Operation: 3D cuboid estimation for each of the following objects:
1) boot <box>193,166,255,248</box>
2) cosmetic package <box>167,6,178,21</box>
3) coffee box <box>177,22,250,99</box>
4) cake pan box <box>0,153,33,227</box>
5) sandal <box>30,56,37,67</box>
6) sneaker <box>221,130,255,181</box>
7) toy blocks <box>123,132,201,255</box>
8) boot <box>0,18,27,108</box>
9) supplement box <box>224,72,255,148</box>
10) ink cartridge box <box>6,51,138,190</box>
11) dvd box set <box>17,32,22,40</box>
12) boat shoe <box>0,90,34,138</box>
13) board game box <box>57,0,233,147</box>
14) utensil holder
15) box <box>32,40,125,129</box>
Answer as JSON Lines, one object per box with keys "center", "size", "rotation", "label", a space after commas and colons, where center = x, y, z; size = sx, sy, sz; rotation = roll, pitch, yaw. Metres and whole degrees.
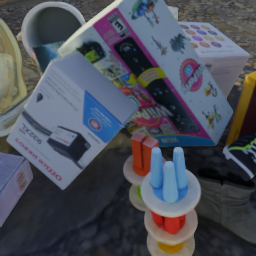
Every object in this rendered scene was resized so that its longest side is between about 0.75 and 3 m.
{"center": [1.947, 1.341, 4.734], "size": [1.782, 1.164, 0.603], "rotation": [15, 40, 16], "label": "boot"}
{"center": [0.540, -3.350, 9.725], "size": [1.685, 1.675, 2.014], "rotation": [-5, 27, -12], "label": "cosmetic package"}
{"center": [1.583, -1.565, 7.426], "size": [1.824, 1.827, 1.807], "rotation": [-8, 47, -25], "label": "coffee box"}
{"center": [-3.527, 1.445, 4.989], "size": [2.557, 0.726, 2.777], "rotation": [6, 40, 11], "label": "cake pan box"}
{"center": [-3.276, -2.703, 10.175], "size": [0.604, 0.406, 1.504], "rotation": [-19, 55, -15], "label": "sandal"}
{"center": [2.041, 0.305, 4.639], "size": [0.584, 0.674, 1.628], "rotation": [45, 28, 11], "label": "sneaker"}
{"center": [0.448, 0.816, 4.459], "size": [0.822, 2.264, 1.887], "rotation": [-16, 42, -9], "label": "toy blocks"}
{"center": [-3.568, -1.378, 6.842], "size": [0.847, 2.352, 1.819], "rotation": [23, 40, 31], "label": "boot"}
{"center": [3.381, 0.038, 5.591], "size": [1.394, 2.070, 2.099], "rotation": [-27, 46, -30], "label": "supplement box"}
{"center": [-1.105, -0.065, 5.275], "size": [1.546, 2.130, 0.892], "rotation": [42, 34, -2], "label": "ink cartridge box"}
{"center": [-3.949, -4.013, 12.032], "size": [1.333, 0.196, 0.975], "rotation": [3, 38, 3], "label": "dvd box set"}
{"center": [-2.957, -0.242, 6.775], "size": [0.821, 0.714, 2.226], "rotation": [-8, 20, 46], "label": "boat shoe"}
{"center": [0.320, -0.925, 5.500], "size": [2.163, 2.932, 0.942], "rotation": [-7, 41, 53], "label": "board game box"}
{"center": [-2.326, -3.184, 9.397], "size": [1.965, 1.965, 2.312], "rotation": [-5, 26, -6], "label": "utensil holder"}
{"center": [-1.128, -1.124, 7.358], "size": [1.947, 0.537, 2.850], "rotation": [-18, 66, -18], "label": "box"}
